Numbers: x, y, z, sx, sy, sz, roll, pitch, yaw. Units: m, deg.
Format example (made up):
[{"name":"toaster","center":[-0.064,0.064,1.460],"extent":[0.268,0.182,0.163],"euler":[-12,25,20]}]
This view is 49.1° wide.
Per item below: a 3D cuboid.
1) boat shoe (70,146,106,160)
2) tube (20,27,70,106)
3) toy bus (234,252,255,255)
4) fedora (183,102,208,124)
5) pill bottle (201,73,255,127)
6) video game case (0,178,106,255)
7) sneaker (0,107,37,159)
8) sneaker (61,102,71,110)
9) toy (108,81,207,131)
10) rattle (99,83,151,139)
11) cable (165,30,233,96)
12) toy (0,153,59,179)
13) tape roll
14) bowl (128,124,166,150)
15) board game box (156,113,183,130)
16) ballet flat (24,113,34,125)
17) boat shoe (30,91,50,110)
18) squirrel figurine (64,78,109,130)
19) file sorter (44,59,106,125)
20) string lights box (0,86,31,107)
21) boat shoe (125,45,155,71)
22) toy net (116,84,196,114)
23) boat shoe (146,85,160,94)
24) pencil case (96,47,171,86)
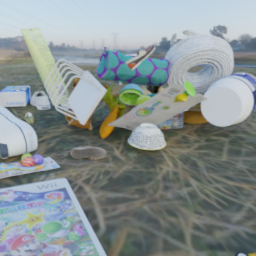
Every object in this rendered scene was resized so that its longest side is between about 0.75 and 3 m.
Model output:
[{"name":"boat shoe","center":[-0.996,0.602,7.144],"extent":[0.913,0.346,0.328],"euler":[4,15,8]},{"name":"tube","center":[-2.809,-2.110,9.658],"extent":[0.696,2.681,0.778],"euler":[-26,18,-17]},{"name":"toy bus","center":[1.736,1.702,3.227],"extent":[1.163,0.379,0.455],"euler":[-2,17,-9]},{"name":"fedora","center":[2.470,-0.679,10.618],"extent":[2.108,0.860,2.108],"euler":[0,16,0]},{"name":"pill bottle","center":[3.123,-0.870,8.426],"extent":[1.380,1.380,2.384],"euler":[11,21,32]},{"name":"video game case","center":[-1.582,1.563,3.915],"extent":[2.067,0.260,2.887],"euler":[-7,17,-23]},{"name":"sneaker","center":[-3.680,0.056,7.697],"extent":[2.963,1.082,1.049],"euler":[14,21,42]},{"name":"sneaker","center":[-2.412,-1.031,12.506],"extent":[1.416,0.501,0.517],"euler":[6,17,19]},{"name":"toy","center":[0.747,-0.637,7.948],"extent":[1.470,0.603,2.553],"euler":[13,-28,-41]},{"name":"rattle","center":[0.353,-0.262,9.744],"extent":[1.774,1.946,2.725],"euler":[-28,-39,23]},{"name":"cable","center":[2.365,-2.045,9.475],"extent":[2.387,2.387,0.826],"euler":[3,55,-10]},{"name":"toy","center":[-2.368,0.797,6.472],"extent":[1.352,0.319,0.779],"euler":[-10,19,-32]},{"name":"tape roll","center":[0.127,-1.752,10.102],"extent":[0.610,1.744,1.744],"euler":[-6,17,-13]},{"name":"bowl","center":[0.522,0.175,7.593],"extent":[1.039,0.487,1.039],"euler":[3,18,-1]},{"name":"board game box","center":[1.448,-0.462,9.642],"extent":[0.990,0.990,0.305],"euler":[-3,16,-7]},{"name":"ballet flat","center":[-3.754,-0.403,10.632],"extent":[0.362,0.362,1.024],"euler":[-7,17,-23]},{"name":"boat shoe","center":[-4.178,-1.398,13.389],"extent":[0.808,0.718,2.196],"euler":[-10,19,-31]},{"name":"squirrel figurine","center":[-1.544,-0.626,9.795],"extent":[1.218,1.607,1.722],"euler":[14,-29,-20]},{"name":"file sorter","center":[-1.577,-1.083,7.902],"extent":[1.032,1.150,1.657],"euler":[26,14,-36]},{"name":"string lights box","center":[-5.670,-1.597,14.104],"extent":[1.211,0.695,2.357],"euler":[-4,16,-13]},{"name":"boat shoe","center":[0.296,-1.722,6.707],"extent":[0.808,0.253,0.288],"euler":[-42,11,-1]},{"name":"toy net","center":[0.878,-0.733,8.636],"extent":[2.443,0.472,1.281],"euler":[12,-30,-9]},{"name":"boat shoe","center":[0.862,-1.287,10.085],"extent":[0.569,1.581,0.512],"euler":[-17,44,-30]},{"name":"pencil case","center":[0.183,-1.846,8.626],"extent":[2.169,0.923,1.002],"euler":[5,56,-21]}]
